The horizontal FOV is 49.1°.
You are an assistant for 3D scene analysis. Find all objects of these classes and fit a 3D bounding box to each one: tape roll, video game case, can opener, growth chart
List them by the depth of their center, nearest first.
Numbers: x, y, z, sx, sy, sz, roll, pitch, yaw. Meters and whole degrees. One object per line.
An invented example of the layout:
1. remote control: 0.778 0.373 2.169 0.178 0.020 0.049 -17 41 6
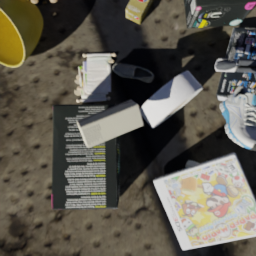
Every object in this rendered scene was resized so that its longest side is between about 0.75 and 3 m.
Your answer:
1. can opener: 3.365 -1.782 8.273 1.569 0.418 0.524 4 38 7
2. video game case: 2.445 2.352 8.633 2.725 0.312 2.480 -24 89 25
3. tape roll: 1.339 -0.870 8.940 2.067 2.067 0.723 -38 84 -5
4. growth chart: -1.200 -1.807 10.014 1.386 0.170 1.916 4 82 1

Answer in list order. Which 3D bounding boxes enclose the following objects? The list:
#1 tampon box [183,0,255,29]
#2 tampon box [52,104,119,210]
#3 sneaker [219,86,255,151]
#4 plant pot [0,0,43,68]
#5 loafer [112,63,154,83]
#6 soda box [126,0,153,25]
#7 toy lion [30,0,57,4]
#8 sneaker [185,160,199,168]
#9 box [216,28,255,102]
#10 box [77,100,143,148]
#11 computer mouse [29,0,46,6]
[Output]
1. tampon box: 3.086 -4.394 9.692 1.978 1.483 1.249 -4 82 -1
2. tampon box: -1.189 0.890 8.617 1.825 2.166 2.890 -1 82 0
3. sneaker: 2.542 -0.302 6.100 0.704 0.814 1.879 16 38 -12
4. plant pot: -3.835 -3.446 9.389 2.310 2.310 1.640 34 52 4
5. loafer: 0.181 -1.986 9.856 1.498 0.523 0.524 13 82 2
6. soda box: 0.614 -4.816 10.175 0.624 0.660 1.950 28 83 4
7. toy lion: -2.545 -4.061 8.084 0.891 0.854 0.306 -9 59 -16
8. sneaker: 2.789 2.262 9.021 2.802 1.036 1.148 42 81 6
9. box: 4.327 -2.050 9.464 2.071 0.599 2.606 13 81 25
10. box: -0.447 -0.120 7.014 1.539 0.526 0.632 -21 116 -13
11. computer mouse: -3.720 -5.574 10.362 1.246 0.498 2.272 -13 82 -1
